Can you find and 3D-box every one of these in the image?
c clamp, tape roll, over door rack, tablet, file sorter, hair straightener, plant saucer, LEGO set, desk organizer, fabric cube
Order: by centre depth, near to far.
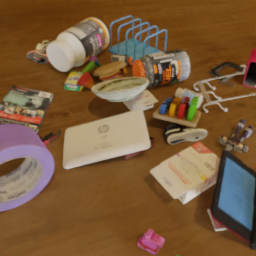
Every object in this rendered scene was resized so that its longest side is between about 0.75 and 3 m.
[{"bbox_3d":[1.273,3.332,6.428,2.651,1.088,1.011,20,48,19],"label":"LEGO set"},{"bbox_3d":[-3.355,1.129,7.781,2.367,2.367,1.006,-27,52,-25],"label":"tape roll"},{"bbox_3d":[0.334,0.610,9.726,1.199,0.462,0.430,-23,48,-23],"label":"desk organizer"},{"bbox_3d":[-0.813,0.319,9.727,2.985,0.204,1.943,-14,44,5],"label":"tablet"},{"bbox_3d":[-2.994,0.363,10.123,0.511,0.272,1.327,29,51,27],"label":"hair straightener"},{"bbox_3d":[-0.274,-1.425,10.703,2.205,0.553,2.205,-8,22,3],"label":"plant saucer"},{"bbox_3d":[4.046,-1.538,11.624,2.276,0.758,1.681,-19,43,10],"label":"over door rack"},{"bbox_3d":[5.951,-2.610,12.532,1.240,1.264,1.260,14,44,15],"label":"fabric cube"},{"bbox_3d":[4.769,-2.585,13.275,1.594,0.253,1.866,31,53,35],"label":"c clamp"},{"bbox_3d":[0.487,-4.440,14.219,1.774,1.569,2.557,-33,52,-31],"label":"file sorter"}]

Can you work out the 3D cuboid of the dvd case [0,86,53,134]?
[{"bbox_3d":[-4.132,-0.738,11.060,1.757,0.265,2.407,11,45,-6],"label":"dvd case"}]

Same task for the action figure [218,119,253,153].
[{"bbox_3d":[3.858,0.398,9.935,1.031,0.550,1.585,36,58,23],"label":"action figure"}]

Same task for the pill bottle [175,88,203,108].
[{"bbox_3d":[2.507,-1.267,11.608,1.062,0.578,0.578,27,50,25],"label":"pill bottle"}]

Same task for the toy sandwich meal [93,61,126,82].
[{"bbox_3d":[-0.778,-2.539,12.896,1.767,0.605,1.767,-16,23,7],"label":"toy sandwich meal"}]

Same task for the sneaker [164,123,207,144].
[{"bbox_3d":[2.057,0.066,10.235,1.509,0.551,0.844,-8,43,-9],"label":"sneaker"}]

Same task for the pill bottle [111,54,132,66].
[{"bbox_3d":[-0.310,-3.331,13.767,0.996,0.529,0.529,8,44,8],"label":"pill bottle"}]

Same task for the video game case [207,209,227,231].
[{"bbox_3d":[2.800,2.559,7.968,0.908,0.079,0.649,-5,44,-6],"label":"video game case"}]

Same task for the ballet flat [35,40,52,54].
[{"bbox_3d":[-4.557,-4.316,14.879,0.471,0.465,1.382,20,47,19],"label":"ballet flat"}]

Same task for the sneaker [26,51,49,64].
[{"bbox_3d":[-4.562,-3.477,14.017,1.262,0.486,0.517,10,51,11],"label":"sneaker"}]

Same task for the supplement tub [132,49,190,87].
[{"bbox_3d":[1.430,-2.613,12.415,2.305,1.412,1.412,-14,45,-13],"label":"supplement tub"}]

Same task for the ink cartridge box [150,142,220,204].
[{"bbox_3d":[1.815,1.440,8.671,2.138,0.721,1.245,-24,49,-25],"label":"ink cartridge box"}]

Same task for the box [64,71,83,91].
[{"bbox_3d":[-2.361,-2.178,12.757,0.747,0.308,1.273,7,42,4],"label":"box"}]

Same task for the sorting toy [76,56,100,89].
[{"bbox_3d":[-1.631,-2.454,12.761,0.755,0.750,2.177,-30,31,33],"label":"sorting toy"}]

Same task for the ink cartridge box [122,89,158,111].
[{"bbox_3d":[0.380,-1.193,11.514,0.988,0.578,1.703,-21,46,-20],"label":"ink cartridge box"}]

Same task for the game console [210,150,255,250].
[{"bbox_3d":[3.673,1.818,7.606,2.155,1.484,2.501,-9,36,35],"label":"game console"}]

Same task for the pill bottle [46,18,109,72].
[{"bbox_3d":[-2.415,-4.054,13.692,1.745,1.745,2.999,24,49,23],"label":"pill bottle"}]

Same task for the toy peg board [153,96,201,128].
[{"bbox_3d":[1.934,-0.795,10.587,1.580,0.776,1.587,15,23,15],"label":"toy peg board"}]
